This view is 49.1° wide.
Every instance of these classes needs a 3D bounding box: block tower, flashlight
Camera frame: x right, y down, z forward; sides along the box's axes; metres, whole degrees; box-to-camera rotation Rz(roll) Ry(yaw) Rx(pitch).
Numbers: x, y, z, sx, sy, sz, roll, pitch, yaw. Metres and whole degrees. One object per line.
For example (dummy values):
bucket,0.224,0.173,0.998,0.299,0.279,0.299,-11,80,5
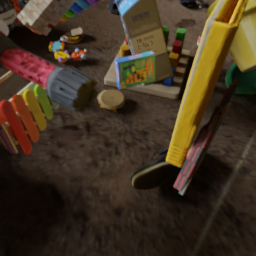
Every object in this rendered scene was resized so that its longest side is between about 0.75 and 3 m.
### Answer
block tower,-1.776,-3.402,7.133,2.266,0.655,0.612,-46,69,12
flashlight,-1.900,-1.128,4.981,2.686,0.913,0.909,28,61,11

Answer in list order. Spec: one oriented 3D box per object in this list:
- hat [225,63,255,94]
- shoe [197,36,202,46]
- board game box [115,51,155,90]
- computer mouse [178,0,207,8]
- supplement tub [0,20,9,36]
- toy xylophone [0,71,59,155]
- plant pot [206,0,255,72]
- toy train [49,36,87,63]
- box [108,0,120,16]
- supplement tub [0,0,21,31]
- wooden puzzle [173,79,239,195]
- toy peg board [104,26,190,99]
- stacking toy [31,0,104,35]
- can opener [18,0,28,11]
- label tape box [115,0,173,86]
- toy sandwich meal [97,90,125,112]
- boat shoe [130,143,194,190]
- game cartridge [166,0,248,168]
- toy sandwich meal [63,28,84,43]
hat,4.868,-1.329,9.493,2.405,2.117,1.992,1,58,48
shoe,3.195,-3.444,11.212,0.811,0.369,0.290,16,51,13
board game box,0.149,-1.149,5.612,0.797,0.606,0.179,-16,41,-16
computer mouse,3.092,-5.893,13.393,1.329,0.306,0.933,-17,53,-23
supplement tub,-3.866,-2.725,8.128,0.574,0.791,0.574,11,71,-37
toy xylophone,-2.260,-0.513,6.197,0.540,1.575,2.151,7,48,22
plant pot,3.185,-2.461,7.063,1.915,1.915,1.802,-18,89,-15
toy train,-2.329,-2.879,10.730,1.140,0.422,1.518,-31,59,-26
box,-0.173,-4.011,9.481,0.903,0.356,0.637,6,31,-20
supplement tub,-5.859,-4.432,11.146,2.865,1.755,1.755,-34,57,-25
wooden puzzle,1.319,0.238,4.849,0.165,2.348,1.392,28,22,18
toy peg board,0.764,-2.561,9.861,2.608,1.276,2.597,13,50,11
stacking toy,-1.975,-3.701,8.497,2.630,1.123,1.123,-28,47,19
can opener,-4.581,-5.340,12.838,1.704,0.670,0.540,42,22,26
label tape box,0.273,-2.895,7.394,0.913,2.884,2.080,-18,36,5
toy sandwich meal,-0.552,-0.874,9.070,0.947,0.324,0.947,2,51,-2
boat shoe,0.952,0.914,7.278,2.203,0.806,0.714,-18,45,-26
game cartridge,1.324,-0.834,4.668,0.409,2.519,2.221,20,43,14
toy sandwich meal,-2.273,-3.841,11.589,0.914,0.313,0.914,0,49,0
